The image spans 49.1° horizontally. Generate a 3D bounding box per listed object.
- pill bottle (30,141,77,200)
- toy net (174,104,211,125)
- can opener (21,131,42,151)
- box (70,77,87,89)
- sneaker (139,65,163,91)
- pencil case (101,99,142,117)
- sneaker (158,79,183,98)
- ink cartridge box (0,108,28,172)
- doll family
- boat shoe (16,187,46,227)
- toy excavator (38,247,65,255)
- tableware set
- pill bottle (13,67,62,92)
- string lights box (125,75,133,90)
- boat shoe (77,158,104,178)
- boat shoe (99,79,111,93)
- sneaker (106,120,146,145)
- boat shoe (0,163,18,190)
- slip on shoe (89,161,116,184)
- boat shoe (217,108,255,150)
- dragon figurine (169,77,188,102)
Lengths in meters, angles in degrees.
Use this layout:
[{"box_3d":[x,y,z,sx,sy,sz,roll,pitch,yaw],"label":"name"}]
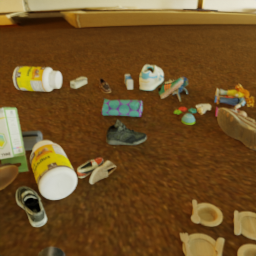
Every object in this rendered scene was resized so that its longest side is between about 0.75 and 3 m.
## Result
[{"box_3d":[-2.205,1.109,8.017,1.013,1.013,1.855,-14,32,-23],"label":"pill bottle"},{"box_3d":[2.777,-0.659,11.859,1.809,0.349,0.949,-22,34,-37],"label":"toy net"},{"box_3d":[-4.493,0.300,9.453,2.986,0.998,0.796,-4,30,-8],"label":"can opener"},{"box_3d":[-2.630,-2.412,14.920,0.391,0.325,0.951,15,33,25],"label":"box"},{"box_3d":[1.310,-2.887,15.020,1.005,1.061,2.628,7,29,16],"label":"sneaker"},{"box_3d":[-0.252,-0.840,11.748,1.680,0.715,0.776,3,4,4],"label":"pencil case"},{"box_3d":[1.909,-1.959,13.023,0.514,1.441,0.576,-19,77,-46],"label":"sneaker"},{"box_3d":[-3.617,0.430,8.084,0.986,1.899,0.563,-10,2,20],"label":"ink cartridge box"},{"box_3d":[4.565,-1.217,12.061,1.463,1.062,2.358,7,30,12],"label":"doll family"},{"box_3d":[-2.506,1.880,7.208,0.524,0.471,1.481,-21,36,-32],"label":"boat shoe"},{"box_3d":[-1.862,2.994,4.830,1.911,1.965,0.982,39,18,-23],"label":"toy excavator"},{"box_3d":[2.303,2.456,6.405,2.195,0.255,1.833,7,30,11],"label":"tableware set"},{"box_3d":[-4.534,-2.456,14.118,2.178,1.190,1.190,4,30,7],"label":"pill bottle"},{"box_3d":[0.023,-2.431,14.778,0.284,0.496,0.965,-4,30,-8],"label":"string lights box"},{"box_3d":[-1.124,1.140,8.429,0.970,0.303,0.345,-30,43,-34],"label":"boat shoe"},{"box_3d":[-1.237,-2.171,14.398,0.434,0.433,1.232,-14,34,-21],"label":"boat shoe"},{"box_3d":[-0.056,0.156,9.910,1.454,0.833,0.556,2,31,-2],"label":"sneaker"},{"box_3d":[-4.036,1.509,7.607,0.717,0.717,2.038,23,37,31],"label":"boat shoe"},{"box_3d":[-0.745,1.343,8.297,0.317,0.397,1.045,24,30,21],"label":"slip on shoe"},{"box_3d":[4.215,-0.012,10.267,0.833,0.878,2.320,-11,40,-25],"label":"boat shoe"},{"box_3d":[2.658,-2.013,13.903,1.067,0.632,2.147,-4,29,-6],"label":"dragon figurine"}]
